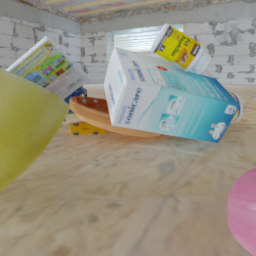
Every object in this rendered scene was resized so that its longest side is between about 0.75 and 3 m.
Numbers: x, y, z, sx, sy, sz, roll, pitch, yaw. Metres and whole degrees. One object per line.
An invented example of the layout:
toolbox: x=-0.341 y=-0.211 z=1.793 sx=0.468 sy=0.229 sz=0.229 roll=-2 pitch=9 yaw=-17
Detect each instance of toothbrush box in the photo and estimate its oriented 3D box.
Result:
toothbrush box: x=0.918 y=-0.830 z=6.898 sx=2.764 sy=1.179 sz=2.023 roll=9 pitch=33 yaw=-16

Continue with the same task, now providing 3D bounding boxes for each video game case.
video game case: x=-2.136 y=-1.270 z=7.197 sx=1.703 sy=1.550 sz=0.195 roll=-33 pitch=44 yaw=15

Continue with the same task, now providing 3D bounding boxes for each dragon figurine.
dragon figurine: x=-1.791 y=-0.963 z=8.722 sx=0.997 sy=2.004 sz=0.590 roll=5 pitch=27 yaw=-11

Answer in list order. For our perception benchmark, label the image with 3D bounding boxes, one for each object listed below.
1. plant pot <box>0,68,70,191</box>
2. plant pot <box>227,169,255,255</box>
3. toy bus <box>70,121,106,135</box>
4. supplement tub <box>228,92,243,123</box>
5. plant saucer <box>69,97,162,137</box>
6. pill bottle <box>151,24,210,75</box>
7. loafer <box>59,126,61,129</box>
plant pot: x=-1.936 y=0.040 z=3.731 sx=1.954 sy=1.387 sz=1.954 roll=16 pitch=-9 yaw=3
plant pot: x=1.501 y=0.760 z=2.245 sx=1.283 sy=1.283 sz=1.149 roll=-4 pitch=-4 yaw=-20
toy bus: x=-1.154 y=-0.010 z=8.022 sx=1.024 sy=0.333 sz=0.401 roll=-2 pitch=14 yaw=-15
supplement tub: x=2.822 y=-0.597 z=9.047 sx=1.412 sy=1.026 sz=1.026 roll=-9 pitch=13 yaw=-18
plant saucer: x=-0.206 y=-0.327 z=8.034 sx=2.990 sy=0.483 sz=2.990 roll=14 pitch=11 yaw=-3
pill bottle: x=1.255 y=-1.821 z=6.624 sx=1.319 sy=0.720 sz=0.720 roll=30 pitch=9 yaw=-6
loafer: x=-1.928 y=-0.125 z=7.637 sx=0.305 sy=0.304 sz=0.872 roll=-38 pitch=-4 yaw=-44
